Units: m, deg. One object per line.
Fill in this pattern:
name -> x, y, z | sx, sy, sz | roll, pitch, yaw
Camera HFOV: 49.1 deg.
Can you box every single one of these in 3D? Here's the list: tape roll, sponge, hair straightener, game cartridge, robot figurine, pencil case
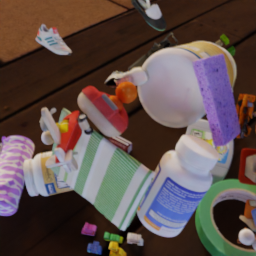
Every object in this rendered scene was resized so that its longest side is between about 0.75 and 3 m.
tape roll -> 3.236, 2.707, 8.066 | 2.496, 0.600, 2.496 | 0, 49, 0
sponge -> 2.033, -0.641, 6.298 | 0.289, 1.936, 1.080 | -8, 12, 43
hair straightener -> 0.895, -2.303, 8.914 | 0.527, 0.992, 2.577 | 49, 60, 2
game cartridge -> 2.784, 0.748, 9.885 | 1.718, 0.521, 2.577 | 17, 51, 9
robot figurine -> 3.058, -0.291, 7.409 | 0.346, 1.189, 0.862 | 5, 10, 5
pencil case -> -3.767, 1.412, 8.829 | 1.121, 1.100, 2.622 | 23, 42, -25

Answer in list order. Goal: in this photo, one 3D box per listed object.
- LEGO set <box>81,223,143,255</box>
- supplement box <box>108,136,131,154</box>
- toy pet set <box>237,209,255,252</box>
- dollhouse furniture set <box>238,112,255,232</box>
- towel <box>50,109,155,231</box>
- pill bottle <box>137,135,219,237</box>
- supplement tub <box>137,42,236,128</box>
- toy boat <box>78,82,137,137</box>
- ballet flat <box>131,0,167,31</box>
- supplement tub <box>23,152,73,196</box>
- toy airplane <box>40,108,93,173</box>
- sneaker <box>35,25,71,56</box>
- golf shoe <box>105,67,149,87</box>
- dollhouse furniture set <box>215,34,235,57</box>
LEGO set -> -0.505, 3.100, 7.625 | 1.789, 0.734, 0.682 | 8, 50, 7
supplement box -> -0.579, 0.956, 9.698 | 0.790, 0.442, 1.451 | 27, 53, 21
toy pet set -> 2.734, 1.451, 5.164 | 2.036, 1.901, 1.081 | -50, 29, -18
dollhouse furniture set -> 4.040, 1.080, 6.664 | 2.707, 1.410, 2.736 | 8, 87, 5
towel -> -0.759, 1.001, 6.608 | 2.601, 1.984, 0.304 | 34, 35, 19
pill bottle -> 1.108, 1.264, 6.221 | 1.189, 2.123, 1.189 | 21, 24, -10
supplement tub -> 1.853, -1.386, 8.222 | 2.101, 2.101, 2.905 | 31, 35, 24
toy boat -> -0.325, -0.581, 6.768 | 1.296, 1.983, 1.294 | -42, 90, 0
ballet flat -> 0.588, -3.478, 8.242 | 0.503, 0.506, 1.479 | -38, 73, -15
supplement tub -> -2.175, 1.366, 8.743 | 1.837, 1.329, 1.329 | -12, 50, -10
toy airplane -> -1.370, 0.283, 5.674 | 0.934, 1.318, 1.324 | 2, 91, 19
sneaker -> -1.974, -2.365, 7.510 | 1.151, 0.538, 0.405 | 32, 28, 15
golf shoe -> -0.044, -1.198, 7.106 | 1.228, 0.481, 0.597 | -3, 27, 39
dollhouse furniture set -> 3.357, -2.867, 10.800 | 1.223, 0.614, 0.801 | -34, 77, 9
